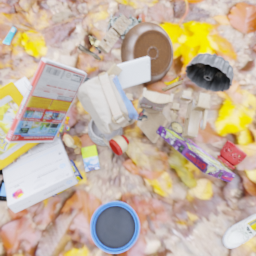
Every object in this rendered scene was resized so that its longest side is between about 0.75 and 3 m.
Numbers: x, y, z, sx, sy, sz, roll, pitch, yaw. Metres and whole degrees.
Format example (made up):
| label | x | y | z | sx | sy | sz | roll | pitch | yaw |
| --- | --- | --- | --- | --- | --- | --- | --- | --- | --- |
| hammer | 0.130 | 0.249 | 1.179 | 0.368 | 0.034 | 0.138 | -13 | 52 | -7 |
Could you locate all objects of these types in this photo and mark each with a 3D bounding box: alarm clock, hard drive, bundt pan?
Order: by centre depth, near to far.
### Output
| label | x | y | z | sx | sy | sz | roll | pitch | yaw |
| --- | --- | --- | --- | --- | --- | --- | --- | --- | --- |
| bundt pan | 2.820 | -1.939 | 9.542 | 1.679 | 1.679 | 0.630 | 26 | 76 | 9 |
| hard drive | 0.166 | -1.858 | 9.572 | 1.319 | 0.870 | 0.173 | -21 | 37 | -24 |
| alarm clock | 1.679 | 0.065 | 10.159 | 0.819 | 0.273 | 0.552 | -17 | 63 | -43 |

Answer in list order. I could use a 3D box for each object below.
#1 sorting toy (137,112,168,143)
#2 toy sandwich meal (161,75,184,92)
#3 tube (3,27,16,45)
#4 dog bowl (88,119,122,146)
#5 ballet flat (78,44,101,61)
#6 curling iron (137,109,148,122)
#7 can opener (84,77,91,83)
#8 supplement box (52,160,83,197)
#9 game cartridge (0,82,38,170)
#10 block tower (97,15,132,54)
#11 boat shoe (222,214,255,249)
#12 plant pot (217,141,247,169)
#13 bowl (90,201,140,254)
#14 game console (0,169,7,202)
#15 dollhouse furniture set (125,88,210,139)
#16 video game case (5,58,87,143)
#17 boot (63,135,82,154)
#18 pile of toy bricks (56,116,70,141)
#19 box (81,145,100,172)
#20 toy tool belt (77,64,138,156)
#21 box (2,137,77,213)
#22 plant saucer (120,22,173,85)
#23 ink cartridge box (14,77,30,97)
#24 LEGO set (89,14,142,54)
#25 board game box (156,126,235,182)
| label | x | y | z | sx | sy | sz | roll | pitch | yaw |
| --- | --- | --- | --- | --- | --- | --- | --- | --- | --- |
| sorting toy | 0.873 | -0.197 | 10.095 | 0.217 | 1.187 | 1.099 | 12 | 64 | 48 |
| toy sandwich meal | 1.597 | -1.624 | 10.183 | 0.931 | 0.931 | 0.319 | -24 | 88 | -9 |
| tube | -5.030 | -3.906 | 11.934 | 0.316 | 0.206 | 0.817 | 18 | 74 | 13 |
| dog bowl | -0.831 | -0.004 | 10.234 | 1.299 | 0.381 | 1.299 | 3 | 66 | -6 |
| ballet flat | -1.255 | -2.402 | 9.039 | 0.849 | 0.286 | 0.197 | 29 | 103 | -22 |
| curling iron | 0.435 | -0.375 | 8.208 | 0.300 | 1.210 | 0.155 | -3 | 104 | 6 |
| can opener | -1.593 | -1.631 | 9.379 | 0.820 | 0.216 | 0.273 | 11 | 55 | -44 |
| supplement box | -2.228 | 1.717 | 9.503 | 1.207 | 0.661 | 0.657 | -31 | 72 | -11 |
| game cartridge | -3.971 | 0.091 | 8.612 | 2.386 | 0.387 | 2.104 | -39 | 118 | -18 |
| block tower | -0.464 | -3.054 | 9.134 | 0.406 | 0.379 | 1.404 | 41 | 75 | -20 |
| boat shoe | 3.763 | 3.272 | 8.887 | 1.634 | 0.697 | 0.604 | -27 | 71 | -10 |
| plant pot | 3.305 | 0.888 | 9.022 | 0.758 | 0.758 | 0.690 | 41 | 98 | 14 |
| bowl | -0.430 | 3.219 | 9.116 | 1.599 | 0.314 | 1.599 | 0 | 69 | 0 |
| game console | -4.140 | 1.843 | 9.724 | 0.826 | 0.169 | 1.401 | 4 | 70 | 2 |
| dollhouse furniture set | 1.005 | -0.480 | 8.695 | 2.414 | 2.059 | 1.179 | 11 | 82 | -2 |
| video game case | -2.341 | -0.675 | 8.215 | 0.221 | 1.808 | 2.529 | 34 | 103 | 24 |
| boot | -1.872 | 0.430 | 9.525 | 0.307 | 0.873 | 0.625 | -25 | 29 | 12 |
| pile of toy bricks | -2.206 | -0.031 | 9.359 | 0.465 | 0.414 | 0.838 | 12 | 79 | -10 |
| box | -1.338 | 1.105 | 9.983 | 0.538 | 0.210 | 0.883 | -13 | 69 | -5 |
| toy tool belt | -0.316 | -0.588 | 8.883 | 1.586 | 1.611 | 2.581 | -36 | 108 | -22 |
| box | -3.041 | 1.155 | 9.222 | 2.066 | 0.545 | 2.650 | -25 | 47 | -10 |
| plant saucer | 0.824 | -2.726 | 10.278 | 2.262 | 0.414 | 2.262 | -6 | 103 | -26 |
| ink cartridge box | -4.104 | -0.432 | 9.769 | 2.352 | 1.700 | 0.996 | -35 | 73 | -12 |
| LEGO set | -0.443 | -4.130 | 11.731 | 1.627 | 0.710 | 2.505 | 37 | 73 | 13 |
| board game box | 2.048 | 0.770 | 8.809 | 2.417 | 1.451 | 0.390 | 45 | 112 | 51 |
